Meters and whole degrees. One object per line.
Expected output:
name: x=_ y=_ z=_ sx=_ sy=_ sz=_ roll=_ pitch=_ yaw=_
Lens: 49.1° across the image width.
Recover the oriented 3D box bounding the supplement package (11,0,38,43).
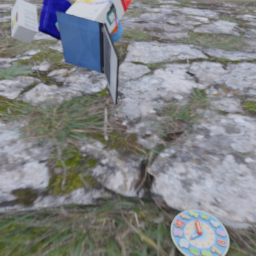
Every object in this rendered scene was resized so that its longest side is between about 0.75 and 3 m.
supplement package: x=-2.973 y=-3.042 z=8.016 sx=0.547 sy=0.568 sz=0.998 roll=9 pitch=58 yaw=-39

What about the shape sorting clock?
shape sorting clock: x=1.782 y=2.648 z=6.987 sx=1.432 sy=0.281 sz=1.432 roll=0 pitch=35 yaw=0

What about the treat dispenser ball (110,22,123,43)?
treat dispenser ball: x=-0.788 y=-4.307 z=12.350 sx=1.091 sy=1.091 sz=1.091 roll=0 pitch=35 yaw=0

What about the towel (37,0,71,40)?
towel: x=-3.000 y=-4.633 z=11.626 sx=1.252 sy=1.696 sz=0.420 roll=12 pitch=1 yaw=-45

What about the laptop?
laptop: x=-1.382 y=-2.342 z=9.767 sx=1.497 sy=2.418 sz=2.582 roll=-13 pitch=61 yaw=-11

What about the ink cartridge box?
ink cartridge box: x=-1.233 y=-4.514 z=10.925 sx=1.719 sy=0.995 sz=2.959 roll=11 pitch=58 yaw=28
